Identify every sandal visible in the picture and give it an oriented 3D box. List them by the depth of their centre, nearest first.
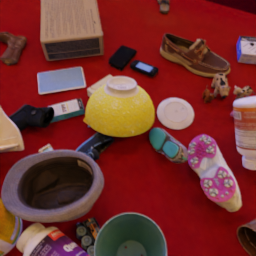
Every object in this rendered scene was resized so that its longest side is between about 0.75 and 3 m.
[{"bbox_3d":[1.710,-6.054,13.486,0.586,0.391,1.433,2,56,2],"label":"sandal"}]

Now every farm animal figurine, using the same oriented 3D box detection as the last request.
[{"bbox_3d":[3.643,-1.196,9.933,1.751,0.881,1.414,33,62,20],"label":"farm animal figurine"}]

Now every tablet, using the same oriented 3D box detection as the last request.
[{"bbox_3d":[-2.576,-1.826,10.792,1.755,0.120,1.142,-11,55,-8],"label":"tablet"}]

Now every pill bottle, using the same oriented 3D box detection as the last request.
[{"bbox_3d":[-3.646,2.176,6.638,1.406,2.532,1.406,-1,57,2],"label":"pill bottle"},{"bbox_3d":[-1.736,3.229,6.819,2.001,1.125,1.125,32,62,19],"label":"pill bottle"},{"bbox_3d":[3.743,0.150,8.197,1.131,2.016,1.131,-9,12,2],"label":"pill bottle"}]

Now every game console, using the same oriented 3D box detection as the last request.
[{"bbox_3d":[0.290,-2.622,11.278,2.027,0.244,1.195,26,60,16],"label":"game console"}]

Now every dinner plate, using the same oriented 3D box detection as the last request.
[{"bbox_3d":[1.668,-0.540,9.829,1.297,0.157,1.297,1,62,-2],"label":"dinner plate"}]

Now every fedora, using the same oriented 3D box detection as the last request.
[{"bbox_3d":[-1.921,1.739,7.650,2.576,1.163,2.278,-8,43,-5],"label":"fedora"}]

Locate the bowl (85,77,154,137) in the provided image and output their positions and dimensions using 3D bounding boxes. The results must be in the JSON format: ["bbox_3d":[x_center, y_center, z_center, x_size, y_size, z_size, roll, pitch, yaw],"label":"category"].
[{"bbox_3d":[-0.230,-0.895,9.078,2.349,1.264,2.349,3,36,-2],"label":"bowl"}]

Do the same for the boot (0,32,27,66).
[{"bbox_3d":[-5.060,-3.253,11.606,1.400,0.483,1.503,6,61,6],"label":"boot"}]

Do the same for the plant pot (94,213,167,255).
[{"bbox_3d":[0.073,3.090,6.891,1.676,1.129,1.676,-1,57,2],"label":"plant pot"}]

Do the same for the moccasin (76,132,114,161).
[{"bbox_3d":[-1.131,0.740,8.731,0.604,0.713,1.772,29,62,24],"label":"moccasin"}]

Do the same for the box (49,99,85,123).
[{"bbox_3d":[-2.204,-0.614,9.889,1.247,0.307,0.513,-15,57,-10],"label":"box"}]

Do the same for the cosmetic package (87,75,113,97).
[{"bbox_3d":[-0.914,-1.435,10.388,1.102,0.403,0.571,-38,64,-23],"label":"cosmetic package"}]

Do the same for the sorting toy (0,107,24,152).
[{"bbox_3d":[-4.576,-0.121,8.139,2.369,2.132,1.265,-14,10,-40],"label":"sorting toy"}]

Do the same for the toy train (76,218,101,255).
[{"bbox_3d":[-0.940,2.946,7.438,0.640,0.479,1.123,-23,59,-26],"label":"toy train"}]

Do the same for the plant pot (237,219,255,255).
[{"bbox_3d":[3.564,2.748,7.273,0.998,1.009,1.009,-25,59,-25],"label":"plant pot"}]

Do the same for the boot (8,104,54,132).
[{"bbox_3d":[-3.292,-0.189,9.228,1.304,0.593,1.553,8,48,30],"label":"boot"}]

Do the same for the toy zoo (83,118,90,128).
[{"bbox_3d":[-1.195,-0.349,9.846,0.548,0.086,0.836,23,59,15],"label":"toy zoo"}]

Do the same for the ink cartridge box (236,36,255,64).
[{"bbox_3d":[5.728,-3.102,11.426,2.368,0.524,1.113,7,57,5],"label":"ink cartridge box"}]

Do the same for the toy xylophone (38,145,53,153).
[{"bbox_3d":[-2.425,1.120,8.676,0.824,0.283,1.126,-40,68,-16],"label":"toy xylophone"}]

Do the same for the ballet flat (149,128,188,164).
[{"bbox_3d":[1.265,0.585,8.702,0.708,0.708,1.968,-18,24,-12],"label":"ballet flat"}]

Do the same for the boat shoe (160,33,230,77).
[{"bbox_3d":[2.632,-2.944,10.995,2.941,1.058,1.061,29,61,18],"label":"boat shoe"}]

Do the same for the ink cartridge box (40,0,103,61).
[{"bbox_3d":[-2.399,-4.309,11.881,2.419,1.103,2.937,-7,56,-6],"label":"ink cartridge box"}]

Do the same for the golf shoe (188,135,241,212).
[{"bbox_3d":[2.526,1.314,8.307,1.013,1.231,2.690,-31,34,18],"label":"golf shoe"}]
